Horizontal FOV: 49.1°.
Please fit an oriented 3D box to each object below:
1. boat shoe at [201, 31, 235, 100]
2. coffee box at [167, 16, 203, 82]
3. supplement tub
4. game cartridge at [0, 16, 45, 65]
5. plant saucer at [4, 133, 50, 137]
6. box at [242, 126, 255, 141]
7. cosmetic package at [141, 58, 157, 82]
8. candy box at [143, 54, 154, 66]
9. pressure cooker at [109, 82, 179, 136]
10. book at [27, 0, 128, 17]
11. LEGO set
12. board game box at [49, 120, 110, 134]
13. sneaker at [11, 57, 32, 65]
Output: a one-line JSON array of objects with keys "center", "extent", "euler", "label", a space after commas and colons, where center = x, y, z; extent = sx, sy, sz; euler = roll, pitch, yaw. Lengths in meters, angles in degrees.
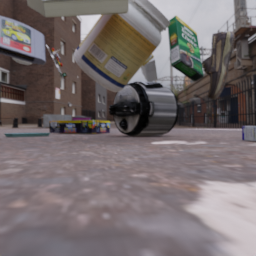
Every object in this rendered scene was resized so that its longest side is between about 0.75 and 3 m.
[{"center": [3.022, -2.149, 9.677], "extent": [0.864, 2.356, 0.878], "euler": [14, 0, 23], "label": "boat shoe"}, {"center": [1.685, -2.368, 8.317], "extent": [1.098, 1.786, 0.393], "euler": [24, -36, -35], "label": "coffee box"}, {"center": [-0.180, -2.519, 8.162], "extent": [1.828, 2.532, 1.828], "euler": [37, 16, -13], "label": "supplement tub"}, {"center": [-1.555, -1.218, 3.840], "extent": [0.850, 0.566, 0.174], "euler": [10, -36, -39], "label": "game cartridge"}, {"center": [-3.972, 0.276, 11.126], "extent": [0.601, 0.163, 1.719], "euler": [0, 1, 38], "label": "plant saucer"}, {"center": [3.632, 0.164, 7.620], "extent": [0.714, 0.407, 0.776], "euler": [1, 0, -10], "label": "box"}, {"center": [0.898, -2.733, 12.587], "extent": [0.535, 0.745, 1.319], "euler": [-25, -31, -1], "label": "cosmetic package"}, {"center": [0.362, -2.467, 9.153], "extent": [0.466, 0.912, 0.120], "euler": [-42, -16, -9], "label": "candy box"}, {"center": [0.541, -0.726, 11.422], "extent": [2.500, 2.233, 2.199], "euler": [-1, -41, -34], "label": "pressure cooker"}, {"center": [-1.216, -3.029, 6.724], "extent": [2.060, 0.495, 1.376], "euler": [-18, 37, -27], "label": "book"}, {"center": [-2.336, -2.216, 9.473], "extent": [0.347, 1.055, 1.412], "euler": [-27, 37, -9], "label": "LEGO set"}, {"center": [-2.614, -0.039, 15.410], "extent": [2.610, 0.740, 2.158], "euler": [0, -2, 22], "label": "board game box"}, {"center": [-4.171, -2.845, 10.416], "extent": [0.788, 0.592, 1.582], "euler": [30, -7, 44], "label": "sneaker"}]
